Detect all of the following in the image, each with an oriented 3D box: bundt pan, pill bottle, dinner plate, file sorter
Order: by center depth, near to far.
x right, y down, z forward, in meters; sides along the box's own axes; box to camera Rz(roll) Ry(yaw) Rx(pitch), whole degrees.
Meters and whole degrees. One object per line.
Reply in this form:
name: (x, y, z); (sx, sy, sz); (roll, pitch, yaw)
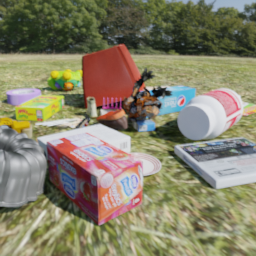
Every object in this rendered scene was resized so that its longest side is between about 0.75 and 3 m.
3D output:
bundt pan: (-2.921, 0.616, 6.109); (2.506, 0.940, 2.506); (21, 12, -5)
dinner plate: (0.248, 0.998, 7.515); (1.270, 0.154, 1.270); (4, 19, -1)
pill bottle: (2.883, -0.472, 9.839); (1.515, 1.515, 2.699); (14, 22, 36)
file sorter: (-0.727, -1.105, 12.764); (0.816, 0.512, 0.567); (2, 1, 1)

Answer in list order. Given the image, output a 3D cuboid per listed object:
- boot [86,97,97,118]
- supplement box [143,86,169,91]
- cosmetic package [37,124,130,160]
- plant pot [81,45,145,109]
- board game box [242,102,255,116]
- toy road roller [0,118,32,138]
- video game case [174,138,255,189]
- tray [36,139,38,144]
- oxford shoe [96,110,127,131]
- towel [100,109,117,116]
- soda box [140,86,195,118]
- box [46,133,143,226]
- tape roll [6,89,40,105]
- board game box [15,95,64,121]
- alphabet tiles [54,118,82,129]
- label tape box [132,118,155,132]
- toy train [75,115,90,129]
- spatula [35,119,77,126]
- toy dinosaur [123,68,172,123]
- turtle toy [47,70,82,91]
boot: (-1.658, -0.962, 12.382); (0.389, 0.834, 1.078); (-12, 22, -16)
supplement box: (1.537, -1.744, 14.948); (1.927, 0.708, 1.214); (-6, 19, -17)
cosmetic package: (-1.312, 0.521, 8.364); (2.228, 0.576, 1.680); (-14, 25, -35)
plant pot: (-0.878, -2.738, 14.164); (2.801, 2.468, 2.798); (-12, 17, 11)
board game box: (4.901, -1.075, 13.599); (1.224, 0.384, 2.563); (-15, 26, -35)
toy road roller: (-3.822, 0.026, 9.289); (1.111, 0.682, 0.811); (-10, 46, -31)
video game case: (2.882, 0.877, 7.802); (2.471, 0.289, 2.246); (-6, 20, -15)
tray: (-2.771, 0.503, 9.132); (0.371, 0.139, 0.752); (-8, 19, -21)
oxford shoe: (-0.646, -0.208, 10.625); (0.711, 0.724, 1.997); (-29, 12, -21)
towel: (-0.792, -0.600, 12.179); (0.857, 0.223, 1.294); (1, 13, -7)
soda box: (1.743, -1.270, 13.037); (2.992, 1.015, 0.960); (-12, 22, -32)
box: (-0.813, 0.972, 6.201); (1.129, 1.081, 2.265); (-14, 23, -37)
tape roll: (-5.561, -1.666, 14.980); (1.704, 0.559, 1.704); (1, 18, 0)
board game box: (-3.939, -0.948, 12.757); (1.243, 0.583, 2.447); (2, 19, 7)
alphabet tiles: (-2.341, -0.199, 11.315); (1.147, 0.086, 1.173); (14, 23, 37)
label tape box: (0.554, -0.146, 10.819); (0.668, 0.308, 0.932); (-5, 17, -17)
toy train: (-1.726, -0.163, 10.892); (0.329, 0.245, 1.436); (43, 17, -7)
spatula: (-2.595, -0.215, 10.249); (0.939, 0.108, 1.350); (5, 11, 38)
toy dinosaur: (0.463, -1.108, 10.912); (2.942, 1.996, 1.503); (28, -12, 44)
turtle toy: (-4.116, -3.047, 17.970); (2.511, 1.269, 1.830); (8, 18, 25)
